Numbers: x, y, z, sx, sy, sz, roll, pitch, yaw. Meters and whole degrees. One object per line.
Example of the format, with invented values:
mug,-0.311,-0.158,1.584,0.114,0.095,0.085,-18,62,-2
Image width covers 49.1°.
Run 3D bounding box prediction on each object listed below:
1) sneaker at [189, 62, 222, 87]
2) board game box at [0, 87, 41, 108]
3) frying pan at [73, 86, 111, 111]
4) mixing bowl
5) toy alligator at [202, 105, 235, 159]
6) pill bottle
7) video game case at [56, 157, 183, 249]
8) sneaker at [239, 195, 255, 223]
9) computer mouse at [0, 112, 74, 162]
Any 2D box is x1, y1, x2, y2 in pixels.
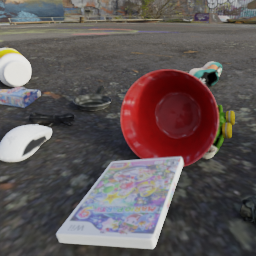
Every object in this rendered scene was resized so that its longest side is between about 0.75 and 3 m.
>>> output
sneaker,3.864,-2.422,13.091,1.032,0.922,2.583,30,41,34
board game box,-4.450,-1.287,11.048,1.476,0.455,1.476,4,26,7
frying pan,-1.439,-1.149,10.871,1.405,0.378,2.322,-5,24,-13
mixing bowl,1.121,-0.259,7.123,2.355,2.355,1.275,10,11,21
toy alligator,2.401,0.207,7.773,0.863,0.625,2.603,-3,31,31
pill bottle,-5.432,-2.818,13.096,1.490,1.490,2.727,-14,28,-27
video game case,-0.007,1.247,5.244,1.697,0.213,2.370,-7,21,24
sneaker,2.426,1.604,4.957,0.638,0.426,1.115,-9,24,-15
computer mouse,-2.685,0.094,7.965,1.440,0.576,2.626,7,26,12
